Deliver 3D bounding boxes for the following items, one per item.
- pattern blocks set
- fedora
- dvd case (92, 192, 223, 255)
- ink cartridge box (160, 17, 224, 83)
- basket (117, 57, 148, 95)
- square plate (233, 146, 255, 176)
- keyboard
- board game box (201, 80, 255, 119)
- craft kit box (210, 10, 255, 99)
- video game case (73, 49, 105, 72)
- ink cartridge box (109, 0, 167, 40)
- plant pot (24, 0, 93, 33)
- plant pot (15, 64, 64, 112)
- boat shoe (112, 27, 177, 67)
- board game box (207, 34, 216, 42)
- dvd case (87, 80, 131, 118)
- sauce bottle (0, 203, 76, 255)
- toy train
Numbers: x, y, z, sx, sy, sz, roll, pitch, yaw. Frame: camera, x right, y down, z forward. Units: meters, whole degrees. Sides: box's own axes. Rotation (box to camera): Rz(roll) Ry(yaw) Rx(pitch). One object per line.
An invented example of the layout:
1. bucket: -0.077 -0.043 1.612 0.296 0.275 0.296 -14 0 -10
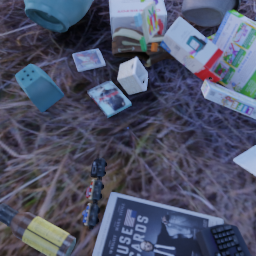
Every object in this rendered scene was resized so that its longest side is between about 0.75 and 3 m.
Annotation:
1. pattern blocks set: 0.704 -3.323 8.760 0.179 1.939 2.205 1 49 24
2. fedora: 2.945 -4.705 10.777 2.521 2.230 1.138 24 85 36
3. dvd case: 0.667 2.749 6.307 2.780 0.344 2.089 12 55 6
4. ink cartridge box: 2.081 -2.315 8.679 2.109 1.225 0.709 39 90 -1
5. basket: 0.169 -1.656 9.084 0.668 0.830 0.823 -15 48 28
6. square plate: 3.739 0.989 7.412 1.353 0.192 1.340 -24 43 -25
7. keyboard: 2.061 3.412 5.567 1.775 0.288 2.794 -8 59 -19
8. board game box: 3.098 -0.809 8.178 1.854 0.317 1.246 23 22 1
9. craft kit box: 3.527 -2.215 8.748 0.504 2.076 2.050 -23 58 -36
10. video game case: -1.428 -2.481 10.187 1.006 0.116 0.916 -16 56 -11
11. ink cartridge box: 0.290 -4.740 11.119 2.067 1.199 2.801 -3 56 -1
12. plant pot: -2.792 -4.807 10.547 2.718 2.718 1.821 17 83 12
13. plant pot: -2.731 -1.277 8.436 0.897 1.270 0.898 -39 70 -6
14. boat shoe: 0.848 -2.643 9.902 2.934 1.084 1.085 11 84 3
15. board game box: 3.507 -2.616 10.079 0.944 0.443 1.859 -30 60 -20
16. dvd case: -0.616 -0.969 9.097 0.920 0.139 1.260 -28 58 -19
17. sauce bottle: -2.127 2.310 6.338 1.927 0.624 0.624 27 59 10
18. toy train: -0.850 1.590 6.956 0.403 0.300 1.761 -7 60 25
